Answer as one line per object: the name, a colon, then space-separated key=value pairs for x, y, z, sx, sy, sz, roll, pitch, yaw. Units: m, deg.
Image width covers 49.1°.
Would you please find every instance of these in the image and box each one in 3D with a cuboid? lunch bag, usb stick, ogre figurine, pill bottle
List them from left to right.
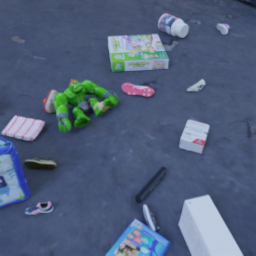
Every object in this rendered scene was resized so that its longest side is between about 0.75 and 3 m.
lunch bag: x=-3.831 y=1.088 z=7.206 sx=2.320 sy=1.973 sz=1.478 roll=4 pitch=41 yaw=4
ogre figurine: x=-1.689 y=-0.895 z=10.049 sx=2.494 sy=1.223 sz=1.495 roll=-40 pitch=72 yaw=-15
usb stick: x=0.645 y=1.589 z=7.857 sx=0.217 sy=0.370 sz=1.333 roll=27 pitch=49 yaw=27
pill bottle: x=2.473 y=-5.505 z=15.198 sx=0.929 sy=0.929 sz=1.553 roll=-29 pitch=50 yaw=-28

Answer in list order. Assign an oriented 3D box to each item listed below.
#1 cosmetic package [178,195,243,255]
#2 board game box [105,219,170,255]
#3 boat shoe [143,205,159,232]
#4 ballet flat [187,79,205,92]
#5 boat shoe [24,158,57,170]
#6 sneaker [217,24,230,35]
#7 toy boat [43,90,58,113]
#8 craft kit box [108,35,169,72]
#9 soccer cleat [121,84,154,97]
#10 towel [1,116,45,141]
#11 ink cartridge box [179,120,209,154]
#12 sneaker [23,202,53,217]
cosmetic package: x=1.951 y=2.885 z=5.892 sx=0.685 sy=1.116 sz=2.704 roll=-11 pitch=44 yaw=-11
board game box: x=0.172 y=2.913 z=6.455 sx=1.024 sy=0.303 sz=1.347 roll=27 pitch=49 yaw=27
boat shoe: x=0.600 y=2.308 z=7.166 sx=0.250 sy=0.264 sz=0.754 roll=-7 pitch=44 yaw=-17
ballet flat: x=2.834 y=-1.685 z=11.487 sx=0.971 sy=0.348 sz=0.348 roll=-33 pitch=52 yaw=-26
boat shoe: x=-2.634 y=1.063 z=8.485 sx=0.955 sy=0.341 sz=0.314 roll=5 pitch=35 yaw=1
sneaker: x=5.474 y=-5.559 z=15.665 sx=0.618 sy=0.393 sz=1.084 roll=-4 pitch=43 yaw=-9
toy boat: x=-2.925 y=-0.966 z=10.447 sx=0.574 sy=0.573 sz=0.879 roll=1 pitch=63 yaw=27
craft kit box: x=0.396 y=-3.639 z=13.437 sx=2.583 sy=0.635 sz=2.616 roll=-7 pitch=43 yaw=-4
soccer cleat: x=0.388 y=-1.524 z=11.290 sx=1.324 sy=0.441 sz=0.506 roll=13 pitch=18 yaw=18
towel: x=-3.563 y=-0.018 z=9.531 sx=1.205 sy=0.180 sz=0.882 roll=11 pitch=47 yaw=11
ink cartridge box: x=2.187 y=0.278 z=9.235 sx=0.742 sy=0.430 sz=1.028 roll=16 pitch=45 yaw=16
sneaker: x=-2.385 y=2.092 z=7.338 sx=0.785 sy=0.322 sz=0.275 roll=-12 pitch=42 yaw=-10
